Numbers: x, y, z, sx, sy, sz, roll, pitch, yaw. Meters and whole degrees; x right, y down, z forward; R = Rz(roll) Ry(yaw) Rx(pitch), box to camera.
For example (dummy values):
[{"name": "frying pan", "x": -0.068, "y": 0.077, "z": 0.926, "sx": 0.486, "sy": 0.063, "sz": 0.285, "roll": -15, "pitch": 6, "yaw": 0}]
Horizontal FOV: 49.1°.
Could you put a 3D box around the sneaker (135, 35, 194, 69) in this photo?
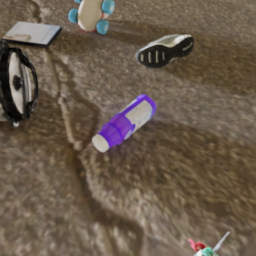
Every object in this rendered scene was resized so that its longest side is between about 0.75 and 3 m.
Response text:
[{"name": "sneaker", "x": 1.451, "y": -3.268, "z": 11.812, "sx": 2.785, "sy": 1.029, "sz": 1.104, "roll": -23, "pitch": 39, "yaw": -25}]

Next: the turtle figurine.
[{"name": "turtle figurine", "x": 1.506, "y": 3.281, "z": 5.653, "sx": 2.266, "sy": 1.141, "sz": 1.697, "roll": -40, "pitch": 99, "yaw": -29}]

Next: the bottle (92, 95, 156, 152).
[{"name": "bottle", "x": -0.106, "y": -0.125, "z": 8.815, "sx": 0.756, "sy": 0.967, "sz": 2.316, "roll": 43, "pitch": 59, "yaw": 12}]

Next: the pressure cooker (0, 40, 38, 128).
[{"name": "pressure cooker", "x": -4.237, "y": -1.307, "z": 8.976, "sx": 2.655, "sy": 2.335, "sz": 2.371, "roll": -6, "pitch": 49, "yaw": -2}]

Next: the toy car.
[{"name": "toy car", "x": -1.502, "y": -5.662, "z": 13.798, "sx": 1.882, "sy": 1.806, "sz": 2.042, "roll": 25, "pitch": 23, "yaw": 11}]

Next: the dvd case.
[{"name": "dvd case", "x": -4.538, "y": -4.432, "z": 13.261, "sx": 2.356, "sy": 0.207, "sz": 1.681, "roll": 10, "pitch": 49, "yaw": 10}]
